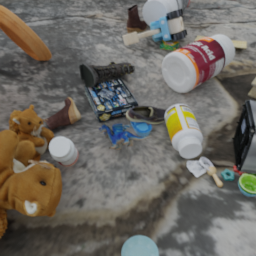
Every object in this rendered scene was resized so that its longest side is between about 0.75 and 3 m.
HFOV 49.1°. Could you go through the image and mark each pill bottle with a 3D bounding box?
[{"bbox_3d":[2.640,-2.443,10.312,2.611,1.491,1.491,-31,51,-28],"label":"pill bottle"},{"bbox_3d":[1.958,-6.296,14.337,1.672,1.672,2.887,21,47,21],"label":"pill bottle"},{"bbox_3d":[1.605,0.091,8.070,0.866,0.866,1.585,-4,43,-4],"label":"pill bottle"},{"bbox_3d":[-1.661,0.611,7.233,0.620,1.131,0.620,0,73,-2],"label":"pill bottle"}]

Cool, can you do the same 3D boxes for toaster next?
[{"bbox_3d":[3.354,0.291,7.239,0.974,1.485,1.642,9,36,10],"label":"toaster"}]

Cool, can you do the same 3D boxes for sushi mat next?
[{"bbox_3d":[4.187,-3.899,12.727,2.295,0.139,1.098,13,34,14],"label":"sushi mat"}]

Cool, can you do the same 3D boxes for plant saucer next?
[{"bbox_3d":[-4.152,-3.540,10.926,2.626,2.626,0.492,34,79,31],"label":"plant saucer"},{"bbox_3d":[0.247,2.649,5.848,0.774,0.149,0.774,-1,43,0],"label":"plant saucer"}]

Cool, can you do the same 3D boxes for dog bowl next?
[{"bbox_3d":[0.379,-0.084,8.724,0.518,0.230,0.929,-16,46,-16],"label":"dog bowl"}]

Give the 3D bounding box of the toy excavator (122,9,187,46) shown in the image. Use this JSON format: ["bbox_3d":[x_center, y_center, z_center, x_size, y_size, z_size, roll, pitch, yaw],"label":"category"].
[{"bbox_3d":[1.220,-4.275,12.502,2.473,1.235,2.405,-10,20,23],"label":"toy excavator"}]

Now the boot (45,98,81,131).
[{"bbox_3d":[-2.179,-0.476,8.984,1.062,0.462,1.276,-22,41,-15],"label":"boot"}]

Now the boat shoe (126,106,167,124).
[{"bbox_3d":[0.658,-0.429,8.605,1.423,0.461,0.512,2,69,-18],"label":"boat shoe"}]

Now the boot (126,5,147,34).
[{"bbox_3d":[0.464,-5.270,13.505,0.564,1.296,1.558,25,48,24],"label":"boot"}]

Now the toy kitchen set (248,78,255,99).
[{"bbox_3d":[5.190,-1.618,9.594,1.458,1.189,1.315,28,54,26],"label":"toy kitchen set"}]

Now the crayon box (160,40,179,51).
[{"bbox_3d":[1.857,-3.718,12.614,0.793,0.231,0.471,11,43,13],"label":"crayon box"}]

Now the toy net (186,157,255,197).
[{"bbox_3d":[2.521,1.110,7.334,1.944,0.375,1.020,22,47,22],"label":"toy net"}]

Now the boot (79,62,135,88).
[{"bbox_3d":[-0.687,-2.071,10.130,1.953,0.777,2.244,-9,22,-14],"label":"boot"}]

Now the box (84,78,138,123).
[{"bbox_3d":[-0.599,-0.991,9.531,1.393,0.403,1.753,-15,43,-15],"label":"box"}]

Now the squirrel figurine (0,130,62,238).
[{"bbox_3d":[-2.905,1.474,6.150,2.626,1.991,2.814,26,70,6],"label":"squirrel figurine"}]

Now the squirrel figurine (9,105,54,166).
[{"bbox_3d":[-2.805,0.069,7.667,1.522,1.420,1.077,22,48,23],"label":"squirrel figurine"}]

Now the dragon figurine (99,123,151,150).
[{"bbox_3d":[-0.173,0.133,7.861,1.645,0.484,0.818,-19,72,37],"label":"dragon figurine"}]
